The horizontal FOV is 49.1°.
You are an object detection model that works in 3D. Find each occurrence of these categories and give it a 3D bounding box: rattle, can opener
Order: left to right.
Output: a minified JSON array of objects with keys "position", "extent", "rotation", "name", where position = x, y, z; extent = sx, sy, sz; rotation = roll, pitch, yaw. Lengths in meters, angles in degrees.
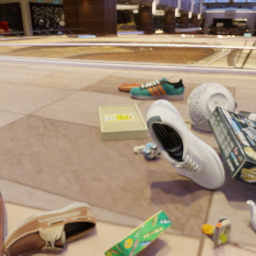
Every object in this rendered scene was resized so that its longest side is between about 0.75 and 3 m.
[{"position":[1.815,2.047,5.951],"extent":[0.593,0.911,0.651],"rotation":[-42,41,2],"name":"rattle"},{"position":[4.979,-0.694,12.152],"extent":[2.505,0.837,0.668],"rotation":[14,29,37],"name":"can opener"}]

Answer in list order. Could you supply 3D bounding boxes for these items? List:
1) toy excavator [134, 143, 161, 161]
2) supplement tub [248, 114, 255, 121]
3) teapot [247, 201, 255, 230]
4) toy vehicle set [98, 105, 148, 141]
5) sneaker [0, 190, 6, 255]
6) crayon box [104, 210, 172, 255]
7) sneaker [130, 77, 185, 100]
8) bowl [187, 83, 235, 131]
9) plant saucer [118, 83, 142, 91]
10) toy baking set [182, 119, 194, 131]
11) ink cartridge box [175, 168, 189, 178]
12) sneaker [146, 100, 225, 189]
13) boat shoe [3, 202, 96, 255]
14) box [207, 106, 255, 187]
[{"position":[0.641,0.733,9.407],"extent":[0.792,0.407,0.814],"rotation":[-37,34,4],"name":"toy excavator"},{"position":[5.319,-0.151,11.094],"extent":[0.722,0.722,0.993],"rotation":[-21,32,-39],"name":"supplement tub"},{"position":[3.248,1.993,6.277],"extent":[0.894,0.653,0.883],"rotation":[-11,35,-21],"name":"teapot"},{"position":[-0.308,-0.301,11.833],"extent":[1.787,0.381,2.876],"rotation":[-3,24,-7],"name":"toy vehicle set"},{"position":[-3.127,2.261,5.571],"extent":[1.099,0.982,2.750],"rotation":[-15,24,-14],"name":"sneaker"},{"position":[0.210,2.229,5.648],"extent":[1.284,0.763,0.374],"rotation":[-22,68,-39],"name":"crayon box"},{"position":[1.560,-2.184,15.074],"extent":[2.934,1.172,1.047],"rotation":[0,24,1],"name":"sneaker"},{"position":[3.385,-0.892,10.982],"extent":[1.983,1.983,0.931],"rotation":[0,-4,-1],"name":"bowl"},{"position":[0.119,-2.433,16.688],"extent":[1.473,0.238,1.473],"rotation":[-2,19,1],"name":"plant saucer"},{"position":[1.852,-0.012,11.406],"extent":[2.124,0.247,1.630],"rotation":[21,34,35],"name":"toy baking set"},{"position":[1.857,0.955,8.437],"extent":[0.639,0.869,0.628],"rotation":[19,32,36],"name":"ink cartridge box"},{"position":[1.423,0.686,7.269],"extent":[1.093,2.994,1.060],"rotation":[-34,17,35],"name":"sneaker"},{"position":[-1.565,2.181,5.871],"extent":[1.961,0.742,0.704],"rotation":[-18,30,-29],"name":"boat shoe"},{"position":[3.750,0.632,8.106],"extent":[2.331,0.675,2.932],"rotation":[19,29,-10],"name":"box"}]
